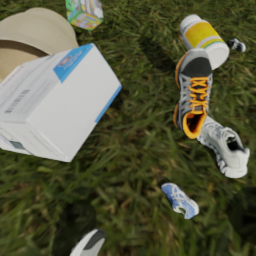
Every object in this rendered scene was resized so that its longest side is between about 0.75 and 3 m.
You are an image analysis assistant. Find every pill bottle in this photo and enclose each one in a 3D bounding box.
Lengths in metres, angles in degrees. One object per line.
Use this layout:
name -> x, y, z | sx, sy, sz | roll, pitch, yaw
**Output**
pill bottle -> 2.498, -2.963, 9.571 | 1.073, 1.073, 1.902 | -13, 56, -13

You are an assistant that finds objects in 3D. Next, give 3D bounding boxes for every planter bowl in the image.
planter bowl -> -2.417, -2.043, 7.587 | 2.626, 2.626, 1.767 | 7, 62, 7

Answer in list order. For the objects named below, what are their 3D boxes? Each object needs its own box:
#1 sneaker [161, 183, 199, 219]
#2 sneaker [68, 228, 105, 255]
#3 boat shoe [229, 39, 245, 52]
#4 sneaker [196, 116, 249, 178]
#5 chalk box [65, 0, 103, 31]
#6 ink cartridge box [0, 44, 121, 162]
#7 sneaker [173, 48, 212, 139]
sneaker -> 1.329, 1.941, 7.547 | 0.457, 0.449, 1.186 | -30, 51, -32
sneaker -> -1.041, 3.478, 5.720 | 1.129, 1.052, 2.846 | 20, 54, 6
boat shoe -> 5.237, -3.989, 13.532 | 0.367, 0.396, 1.074 | -6, 45, -11
sneaker -> 2.901, 0.297, 8.804 | 0.965, 1.041, 2.568 | -17, 46, -14
chalk box -> -1.533, -3.811, 9.119 | 1.214, 0.751, 0.755 | 5, 72, -42
ink cartridge box -> -1.789, -0.518, 5.816 | 2.699, 1.159, 1.976 | 1, 50, 44
sneaker -> 1.245, -0.584, 5.171 | 0.676, 1.728, 0.667 | -4, 31, -3
